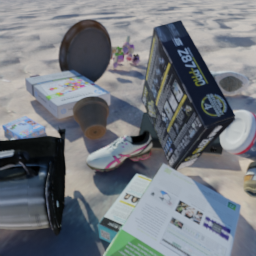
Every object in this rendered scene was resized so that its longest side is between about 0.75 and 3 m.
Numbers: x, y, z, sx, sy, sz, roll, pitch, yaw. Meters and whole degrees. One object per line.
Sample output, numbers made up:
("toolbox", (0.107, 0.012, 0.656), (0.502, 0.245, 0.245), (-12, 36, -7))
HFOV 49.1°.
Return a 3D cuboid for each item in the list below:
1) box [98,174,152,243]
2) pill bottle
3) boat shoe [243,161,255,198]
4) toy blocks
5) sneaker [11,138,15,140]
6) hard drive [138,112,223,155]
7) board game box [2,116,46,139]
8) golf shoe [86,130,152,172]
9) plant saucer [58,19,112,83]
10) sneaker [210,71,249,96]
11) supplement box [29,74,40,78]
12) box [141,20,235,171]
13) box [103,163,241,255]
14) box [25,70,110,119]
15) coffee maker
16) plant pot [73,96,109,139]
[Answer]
("box", (0.115, 1.748, 6.081), (0.713, 0.426, 1.733), (15, 34, 24))
("pill bottle", (3.466, 0.351, 7.252), (1.877, 1.122, 1.122), (19, 26, -19))
("boat shoe", (3.720, 1.539, 6.187), (2.271, 0.849, 0.777), (18, 56, 26))
("toy blocks", (-0.429, -3.557, 14.428), (1.612, 1.725, 1.452), (0, 62, 22))
("sneaker", (-2.852, 0.858, 7.501), (1.766, 0.621, 0.708), (16, 44, 35))
("hard drive", (1.598, 0.112, 8.799), (2.452, 0.403, 1.711), (6, 31, 7))
("board game box", (-3.406, 0.027, 9.151), (1.151, 0.211, 0.871), (24, 38, 34))
("golf shoe", (-0.239, 0.562, 7.610), (1.917, 0.883, 0.696), (-16, 38, -22))
("plant saucer", (-1.858, -3.263, 12.410), (2.950, 2.950, 0.473), (19, 10, 28))
("sneaker", (3.707, -2.078, 11.926), (2.648, 1.032, 1.316), (6, 28, 8))
("supplement box", (-4.137, -2.208, 12.841), (0.428, 0.240, 0.787), (-26, 41, -36))
("box", (1.112, -0.508, 6.532), (0.727, 2.961, 2.387), (-19, 68, -11))
("box", (0.947, 1.970, 5.257), (1.906, 0.480, 2.641), (28, 37, 14))
("box", (-2.422, -1.424, 11.020), (2.233, 0.590, 2.865), (-19, 39, -34))
("coffee maker", (-2.841, 1.139, 6.069), (2.809, 1.892, 2.698), (-2, 12, -6))
("plant pot", (-1.110, -0.245, 8.866), (1.192, 1.192, 1.039), (-7, 49, -12))
